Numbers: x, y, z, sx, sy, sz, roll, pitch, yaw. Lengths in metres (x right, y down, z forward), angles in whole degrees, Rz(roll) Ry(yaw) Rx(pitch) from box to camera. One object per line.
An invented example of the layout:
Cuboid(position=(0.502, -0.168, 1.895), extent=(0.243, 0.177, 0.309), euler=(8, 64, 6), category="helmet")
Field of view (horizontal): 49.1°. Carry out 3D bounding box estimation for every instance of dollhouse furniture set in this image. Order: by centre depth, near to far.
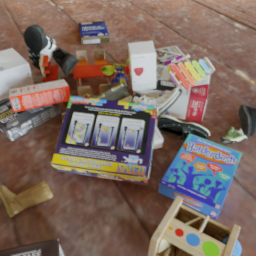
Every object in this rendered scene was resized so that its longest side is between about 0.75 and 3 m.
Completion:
Cuboid(position=(-2.045, -2.299, 11.643), extent=(2.899, 1.510, 2.931), euler=(-6, 44, -7), category="dollhouse furniture set")

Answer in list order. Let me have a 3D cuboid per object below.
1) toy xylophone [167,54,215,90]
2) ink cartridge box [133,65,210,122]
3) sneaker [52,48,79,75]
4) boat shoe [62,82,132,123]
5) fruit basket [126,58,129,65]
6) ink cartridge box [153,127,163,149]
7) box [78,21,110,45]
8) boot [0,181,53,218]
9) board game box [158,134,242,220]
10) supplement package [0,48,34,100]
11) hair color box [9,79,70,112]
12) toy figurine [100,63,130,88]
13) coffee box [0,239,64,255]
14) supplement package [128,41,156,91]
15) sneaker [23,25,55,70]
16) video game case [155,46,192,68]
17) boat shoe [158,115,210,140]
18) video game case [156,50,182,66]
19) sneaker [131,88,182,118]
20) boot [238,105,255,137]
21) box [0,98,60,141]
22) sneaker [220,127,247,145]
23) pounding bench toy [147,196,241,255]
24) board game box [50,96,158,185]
Cuboid(position=(2.186, -2.103, 10.249), extent=(1.769, 0.444, 1.295), euler=(-33, 76, -20), category="toy xylophone")
Cuboid(position=(1.695, -1.437, 11.011), extent=(2.712, 1.123, 1.976), euler=(10, 44, 11), category="ink cartridge box")
Cuboid(position=(-2.730, -2.857, 11.760), extent=(0.867, 1.036, 2.283), euler=(-48, 21, -5), category="sneaker")
Cuboid(position=(-1.196, -0.893, 10.284), extent=(2.723, 0.973, 0.814), euler=(-22, 90, -13), category="boat shoe")
Cuboid(position=(0.294, -3.130, 12.971), extent=(0.691, 0.959, 0.959), euler=(3, 43, 3), category="fruit basket")
Cuboid(position=(0.578, 0.381, 9.584), extent=(1.031, 0.443, 0.755), euler=(-10, 44, -14), category="ink cartridge box")
Cuboid(position=(-1.968, -5.491, 15.848), extent=(1.551, 0.415, 2.560), euler=(-8, 43, -8), category="box")
Cuboid(position=(-2.962, 1.866, 8.073), extent=(1.244, 0.411, 1.089), euler=(-26, 62, -24), category="boot")
Cuboid(position=(2.227, 1.343, 8.507), extent=(1.777, 0.526, 2.337), euler=(21, 47, 21), category="board game box")
Cuboid(position=(-5.406, -2.152, 11.651), extent=(2.237, 1.240, 1.742), euler=(-28, 50, -28), category="supplement package")
Cuboid(position=(-3.194, -1.197, 10.163), extent=(2.014, 0.617, 1.022), euler=(-13, 26, -16), category="hair color box")
Cuboid(position=(-0.264, -1.905, 11.246), extent=(0.945, 1.073, 1.791), euler=(-4, 3, 32), category="toy figurine")
Cuboid(position=(-1.969, 3.812, 5.479), extent=(1.535, 1.084, 2.715), euler=(-9, 44, -10), category="coffee box")
Cuboid(position=(0.496, -2.179, 9.915), extent=(0.887, 1.462, 0.876), euler=(-7, 44, -1), category="supplement package")
Cuboid(position=(-3.546, -3.531, 11.548), extent=(0.960, 2.590, 1.146), euler=(39, 67, -2), category="sneaker")
Cuboid(position=(1.815, -3.233, 13.552), extent=(2.052, 0.267, 2.255), euler=(-11, 44, -12), category="video game case")
Cuboid(position=(1.876, 0.116, 9.724), extent=(1.824, 0.682, 0.605), euler=(22, 58, 11), category="boat shoe")
Cuboid(position=(1.539, -3.204, 12.884), extent=(1.311, 0.259, 1.447), euler=(25, 41, 37), category="video game case")
Cuboid(position=(0.831, -0.952, 9.807), extent=(1.168, 2.031, 0.766), euler=(49, 17, 0), category="sneaker")
Cuboid(position=(5.118, -0.192, 10.139), extent=(1.894, 0.622, 1.561), euler=(9, 46, 3), category="boot")
Cuboid(position=(-3.962, -0.617, 10.563), extent=(1.705, 0.538, 2.163), euler=(34, 52, 30), category="box")
Cuboid(position=(3.502, 0.250, 9.505), extent=(1.183, 0.455, 0.524), euler=(-3, 72, -33), category="sneaker")
Cuboid(position=(1.284, 2.960, 5.981), extent=(1.708, 1.360, 2.189), euler=(23, 40, 23), category="pounding bench toy")
Cuboid(position=(-0.642, 0.337, 8.788), extent=(2.904, 0.823, 2.400), euler=(8, 68, 8), category="board game box")
